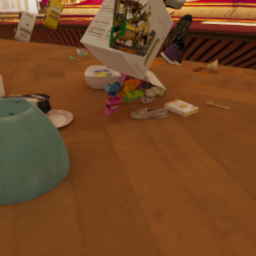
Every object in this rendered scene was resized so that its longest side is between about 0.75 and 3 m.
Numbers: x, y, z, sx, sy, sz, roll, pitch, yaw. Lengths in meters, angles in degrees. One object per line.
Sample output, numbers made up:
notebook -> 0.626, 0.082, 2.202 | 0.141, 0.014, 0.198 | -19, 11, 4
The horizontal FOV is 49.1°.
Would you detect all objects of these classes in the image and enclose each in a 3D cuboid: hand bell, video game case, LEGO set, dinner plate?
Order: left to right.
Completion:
dinner plate -> -2.818, -0.263, 10.143 | 1.606, 0.195, 1.606 | 0, 26, 0
LEGO set -> -0.145, -1.244, 11.397 | 2.720, 1.116, 1.038 | -17, 62, -39
LEGO set -> 0.248, -2.452, 6.360 | 0.991, 1.710, 1.315 | 9, -18, -22
video game case -> 0.521, -2.393, 13.091 | 2.048, 0.405, 2.259 | 17, 26, -24
hand bell -> 4.463, -3.483, 16.267 | 1.415, 0.737, 0.737 | -4, 25, 17

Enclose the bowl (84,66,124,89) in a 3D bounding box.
bowl -> -1.072, -2.509, 13.986 | 2.062, 0.770, 2.059 | -1, 27, 1

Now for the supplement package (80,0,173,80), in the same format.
supplement package -> 0.017, -3.295, 9.648 | 1.806, 2.397, 1.819 | 25, -6, 33

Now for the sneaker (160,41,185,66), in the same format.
sneaker -> 1.897, -2.845, 10.566 | 0.710, 0.821, 1.875 | 47, 25, 3

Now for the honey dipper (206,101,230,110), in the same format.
honey dipper -> 3.678, -0.899, 11.447 | 0.931, 0.177, 0.177 | 19, 32, 29

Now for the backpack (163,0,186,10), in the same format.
backpack -> 2.107, -5.797, 12.660 | 0.989, 0.825, 0.626 | 23, -7, 1

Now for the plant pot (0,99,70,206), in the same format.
plant pot -> -2.950, 0.330, 7.118 | 2.746, 1.849, 2.746 | 1, 27, 0

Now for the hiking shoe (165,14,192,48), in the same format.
hiking shoe -> 2.366, -4.120, 12.330 | 0.652, 1.722, 0.867 | 16, 28, -31

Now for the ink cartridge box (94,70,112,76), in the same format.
ink cartridge box -> -1.254, -2.695, 14.363 | 0.820, 0.195, 0.829 | -11, 64, -19

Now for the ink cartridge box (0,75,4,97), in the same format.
ink cartridge box -> -6.524, -1.397, 11.462 | 1.764, 1.019, 2.416 | 4, 27, 8

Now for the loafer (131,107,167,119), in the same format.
loafer -> 0.786, -0.605, 10.548 | 1.371, 0.431, 0.493 | -2, 27, -3

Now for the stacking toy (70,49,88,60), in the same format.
stacking toy -> -1.897, -3.092, 11.483 | 0.731, 0.228, 0.969 | -11, 28, 25

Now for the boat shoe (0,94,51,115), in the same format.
boat shoe -> -4.145, -0.686, 10.114 | 2.815, 1.051, 1.305 | 1, 18, 8

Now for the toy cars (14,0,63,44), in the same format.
toy cars -> -2.445, -3.043, 7.826 | 1.786, 0.801, 0.395 | -40, 22, -27

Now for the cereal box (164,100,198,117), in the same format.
cereal box -> 2.111, -0.798, 11.166 | 0.803, 0.221, 1.116 | -20, 33, -34
